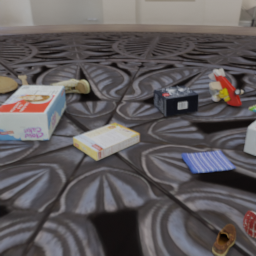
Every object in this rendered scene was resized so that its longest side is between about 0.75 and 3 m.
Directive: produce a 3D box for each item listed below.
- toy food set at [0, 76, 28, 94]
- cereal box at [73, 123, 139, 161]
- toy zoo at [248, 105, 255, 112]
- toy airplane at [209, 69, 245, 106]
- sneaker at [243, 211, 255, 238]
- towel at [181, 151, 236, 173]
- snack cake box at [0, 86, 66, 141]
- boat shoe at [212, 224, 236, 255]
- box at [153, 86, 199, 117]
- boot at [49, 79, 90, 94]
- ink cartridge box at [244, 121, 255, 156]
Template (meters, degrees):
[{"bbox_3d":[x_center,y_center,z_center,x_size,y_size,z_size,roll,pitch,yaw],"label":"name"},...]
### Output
[{"bbox_3d":[-6.205,-1.966,13.375,2.718,0.545,1.876,-6,33,-25],"label":"toy food set"},{"bbox_3d":[-0.650,0.364,8.521,1.673,0.331,1.203,-21,33,-37],"label":"cereal box"},{"bbox_3d":[5.263,-0.685,11.021,0.550,0.086,0.838,-18,31,-34],"label":"toy zoo"},{"bbox_3d":[3.921,-1.654,11.798,1.666,1.176,1.659,29,35,-16],"label":"toy airplane"},{"bbox_3d":[2.596,1.958,5.220,0.439,0.416,1.069,17,14,-28],"label":"sneaker"},{"bbox_3d":[2.150,0.904,7.616,1.224,0.146,0.886,-4,27,-10],"label":"towel"},{"bbox_3d":[-3.289,-0.630,9.874,1.654,0.966,2.876,1,26,-1],"label":"snack cake box"},{"bbox_3d":[1.793,2.012,5.133,0.287,0.269,0.797,18,31,33],"label":"boat shoe"},{"bbox_3d":[1.857,-1.090,11.051,1.393,0.725,1.269,-9,25,-13],"label":"box"},{"bbox_3d":[-2.694,-1.795,12.721,1.368,0.637,1.769,-20,26,-37],"label":"boot"},{"bbox_3d":[4.503,0.414,7.861,1.941,0.804,1.414,22,33,38],"label":"ink cartridge box"}]
